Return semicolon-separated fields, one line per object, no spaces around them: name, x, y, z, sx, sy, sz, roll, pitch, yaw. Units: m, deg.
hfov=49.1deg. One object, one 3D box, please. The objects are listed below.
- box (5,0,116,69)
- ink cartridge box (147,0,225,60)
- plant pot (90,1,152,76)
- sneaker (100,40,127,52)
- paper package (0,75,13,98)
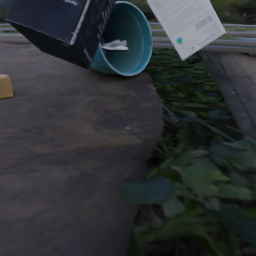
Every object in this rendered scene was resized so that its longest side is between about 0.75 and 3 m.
box;-1.400;-3.152;7.040;1.617;2.565;2.609;20;0;0
ink cartridge box;1.785;-3.831;9.157;1.637;2.743;0.576;-30;23;19
plant pot;-0.922;-3.734;12.523;2.950;2.950;2.772;-21;18;-38
sneaker;-0.551;-3.183;10.825;1.108;0.439;0.410;4;4;12
paper package;-4.450;-1.399;9.594;0.794;0.757;0.411;-16;29;-31
